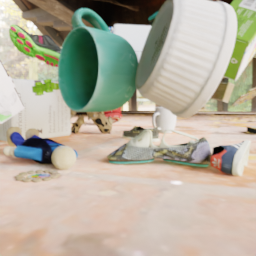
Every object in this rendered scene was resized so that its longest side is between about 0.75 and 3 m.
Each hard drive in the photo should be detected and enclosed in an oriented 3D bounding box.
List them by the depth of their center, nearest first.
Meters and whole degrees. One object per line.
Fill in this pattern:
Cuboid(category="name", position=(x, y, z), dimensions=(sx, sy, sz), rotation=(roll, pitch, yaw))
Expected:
Cuboid(category="hard drive", position=(0.222, -3.134, 10.820), dimensions=(1.718, 0.342, 2.605), rotation=(3, 50, -1))

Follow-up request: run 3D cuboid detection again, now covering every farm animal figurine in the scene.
Cuboid(category="farm animal figurine", position=(-1.994, -0.553, 13.264), dimensions=(2.511, 2.027, 1.262), rotation=(0, 33, -3))

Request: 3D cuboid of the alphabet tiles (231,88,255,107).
Cuboid(category="alphabet tiles", position=(4.287, -1.151, 9.823), dimensions=(1.337, 0.042, 1.112), rotation=(-22, -20, -19))

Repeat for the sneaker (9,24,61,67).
Cuboid(category="sneaker", position=(-2.707, -2.485, 8.404), dimensions=(1.775, 0.743, 0.681), rotation=(30, -48, -27))

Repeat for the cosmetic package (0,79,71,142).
Cuboid(category="cosmetic package", position=(-4.422, -0.816, 12.170), dimensions=(2.473, 2.471, 2.998), rotation=(5, 8, 35))

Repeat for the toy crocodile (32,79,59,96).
Cuboid(category="toy crocodile", position=(-2.508, -1.222, 8.488), dimensions=(1.187, 0.401, 0.367), rotation=(-5, 6, 37))

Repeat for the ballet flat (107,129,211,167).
Cuboid(category="ballet flat", position=(0.757, 0.473, 7.108), dimensions=(2.624, 0.944, 0.944), rotation=(1, 5, 9))

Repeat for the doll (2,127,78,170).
Cuboid(category="doll", position=(-2.285, 0.549, 7.304), dimensions=(1.922, 0.683, 2.817), rotation=(7, 6, -44))

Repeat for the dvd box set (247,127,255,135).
Cuboid(category="dvd box set", position=(7.019, 0.147, 13.759), dimensions=(1.877, 0.276, 1.373), rotation=(0, 5, 2))

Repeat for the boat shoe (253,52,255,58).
Cuboid(category="boat shoe", position=(3.501, -3.001, 9.469), dimensions=(2.768, 0.980, 0.959), rotation=(33, -13, 21))

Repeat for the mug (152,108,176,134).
Cuboid(category="mug", position=(1.713, -0.366, 13.858), dimensions=(1.450, 1.272, 1.071), rotation=(-5, 7, -41))

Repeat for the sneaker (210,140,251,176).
Cuboid(category="sneaker", position=(2.422, 0.621, 6.647), dimensions=(0.757, 0.671, 1.791), rotation=(8, 9, 29))

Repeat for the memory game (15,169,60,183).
Cuboid(category="memory game", position=(-1.905, 1.001, 5.911), dimensions=(0.927, 0.059, 0.927), rotation=(0, 5, 0))

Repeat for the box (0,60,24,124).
Cuboid(category="box", position=(-3.293, -1.067, 6.471), dimensions=(1.359, 1.540, 0.745), rotation=(28, 54, 34))

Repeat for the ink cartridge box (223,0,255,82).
Cuboid(category="ink cartridge box", position=(3.023, -2.115, 7.960), dimensions=(1.016, 1.982, 2.682), rotation=(29, -25, 23))

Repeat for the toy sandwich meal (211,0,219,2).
Cuboid(category="toy sandwich meal", position=(2.166, -3.379, 8.144), dimensions=(1.106, 1.106, 0.379), rotation=(1, 40, 15))

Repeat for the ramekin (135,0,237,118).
Cuboid(category="ramekin", position=(1.074, -1.613, 6.155), dimensions=(1.215, 2.608, 2.608), rotation=(17, 2, -12))

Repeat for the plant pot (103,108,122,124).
Cuboid(category="plant pot", position=(-1.294, -1.202, 18.561), dimensions=(1.815, 1.653, 1.815), rotation=(-13, -18, -4))

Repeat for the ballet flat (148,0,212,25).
Cuboid(category="ballet flat", position=(1.259, -2.901, 7.007), dimensions=(0.720, 0.724, 2.117), rotation=(-44, 14, -24))

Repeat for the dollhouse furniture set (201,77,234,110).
Cuboid(category="dollhouse furniture set", position=(2.388, -1.540, 9.261), dimensions=(1.999, 1.704, 0.976), rotation=(15, 6, -23))

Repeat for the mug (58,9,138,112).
Cuboid(category="mug", position=(-0.661, -1.681, 7.422), dimensions=(1.569, 2.538, 2.085), rotation=(-2, 24, -40))

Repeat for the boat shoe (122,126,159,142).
Cuboid(category="boat shoe", position=(0.493, 0.207, 11.507), dimensions=(0.686, 0.574, 1.921), rotation=(-5, 8, -44))

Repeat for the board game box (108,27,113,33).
Cuboid(category="board game box", position=(-0.952, -2.562, 11.740), dimensions=(0.693, 2.430, 2.482), rotation=(-2, 38, 12))
